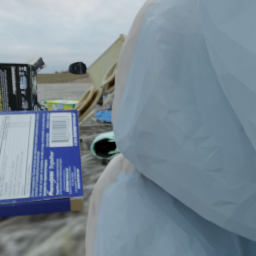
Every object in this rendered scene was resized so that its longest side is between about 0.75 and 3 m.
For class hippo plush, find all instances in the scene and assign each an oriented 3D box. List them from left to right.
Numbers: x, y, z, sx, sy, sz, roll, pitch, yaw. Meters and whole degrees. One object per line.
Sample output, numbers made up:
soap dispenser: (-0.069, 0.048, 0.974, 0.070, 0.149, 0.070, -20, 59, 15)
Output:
hippo plush: (1.255, 0.584, 0.574, 2.368, 2.346, 2.946, 4, -3, -16)

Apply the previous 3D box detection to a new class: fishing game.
fishing game: (-0.541, -0.409, 10.913, 2.073, 0.322, 1.484, 18, 27, 40)

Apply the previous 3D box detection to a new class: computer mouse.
computer mouse: (-1.847, -2.727, 12.898, 1.978, 0.580, 0.337, -7, 8, -35)

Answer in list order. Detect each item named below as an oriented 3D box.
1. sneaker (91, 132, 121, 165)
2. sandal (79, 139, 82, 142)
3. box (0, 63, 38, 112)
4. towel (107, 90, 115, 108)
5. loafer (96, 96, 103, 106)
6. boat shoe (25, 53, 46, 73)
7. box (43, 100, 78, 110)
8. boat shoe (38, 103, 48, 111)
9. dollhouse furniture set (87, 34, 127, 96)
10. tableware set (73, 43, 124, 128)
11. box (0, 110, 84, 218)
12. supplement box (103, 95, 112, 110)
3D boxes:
sneaker: (0.122, 0.364, 5.980, 1.860, 0.684, 1.097, -9, 5, 6)
sandal: (-1.481, 0.376, 7.352, 0.310, 0.197, 0.825, 5, 0, 28)
box: (-2.500, -0.131, 5.031, 1.665, 2.033, 0.876, -2, 12, -12)
towel: (0.317, -1.476, 9.270, 0.289, 2.425, 1.781, 44, -8, 15)
loafer: (-1.182, -1.481, 15.493, 1.651, 0.603, 0.589, 5, 12, 20)
boat shoe: (-3.462, -1.900, 9.783, 0.726, 0.593, 1.966, -19, 34, 25)
box: (-3.164, -1.078, 13.784, 2.104, 0.509, 1.235, 4, 12, 28)
boat shoe: (-2.388, -0.456, 7.782, 0.390, 1.141, 0.421, -33, -8, -28)
dollhouse furniture set: (0.222, -2.058, 10.627, 1.890, 2.493, 2.845, -36, -23, 31)
tableware set: (-0.896, -1.247, 8.466, 2.826, 0.566, 1.868, -37, 27, 37)
box: (-2.059, 0.461, 3.983, 2.735, 0.443, 1.656, -1, 48, -12)
supplement box: (0.271, -1.287, 13.825, 2.879, 0.877, 1.567, 11, 16, 41)
